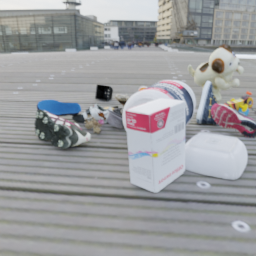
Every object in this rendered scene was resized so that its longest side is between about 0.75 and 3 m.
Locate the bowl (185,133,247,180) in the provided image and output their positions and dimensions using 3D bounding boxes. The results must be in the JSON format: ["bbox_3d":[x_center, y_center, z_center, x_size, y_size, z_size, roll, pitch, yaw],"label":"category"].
[{"bbox_3d":[2.616,0.730,8.674,1.955,0.730,1.952,9,21,30],"label":"bowl"}]

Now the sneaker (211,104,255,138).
[{"bbox_3d":[4.117,-0.306,10.878,1.979,0.798,0.739,31,31,1],"label":"sneaker"}]

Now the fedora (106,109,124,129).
[{"bbox_3d":[-0.499,-0.307,11.581,1.095,0.494,0.968,26,7,-13],"label":"fedora"}]

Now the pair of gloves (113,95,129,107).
[{"bbox_3d":[0.410,-1.133,13.182,2.045,0.359,1.739,14,-10,26],"label":"pair of gloves"}]

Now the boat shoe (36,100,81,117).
[{"bbox_3d":[-2.931,-0.690,11.819,1.934,0.814,0.664,9,-25,-36],"label":"boat shoe"}]

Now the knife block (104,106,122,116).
[{"bbox_3d":[-0.961,-0.741,13.215,1.296,0.415,1.138,3,19,11],"label":"knife block"}]

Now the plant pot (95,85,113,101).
[{"bbox_3d":[-1.320,-2.006,16.203,0.852,0.854,0.757,11,6,23],"label":"plant pot"}]

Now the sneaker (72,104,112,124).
[{"bbox_3d":[-1.577,-0.666,12.411,1.892,0.837,0.701,-1,21,5],"label":"sneaker"}]

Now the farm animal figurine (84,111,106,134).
[{"bbox_3d":[-1.323,-0.133,11.290,1.019,0.537,1.031,-5,42,22],"label":"farm animal figurine"}]

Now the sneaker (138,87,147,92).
[{"bbox_3d":[1.571,-2.061,16.774,1.979,0.722,0.763,-8,46,-20],"label":"sneaker"}]

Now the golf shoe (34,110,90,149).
[{"bbox_3d":[-2.581,0.078,10.436,1.193,1.045,2.708,1,19,-46],"label":"golf shoe"}]

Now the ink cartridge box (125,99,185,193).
[{"bbox_3d":[0.781,0.401,7.489,0.903,2.108,1.556,14,25,40],"label":"ink cartridge box"}]

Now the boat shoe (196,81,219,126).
[{"bbox_3d":[3.732,-1.068,12.479,1.003,0.781,2.209,12,64,16],"label":"boat shoe"}]

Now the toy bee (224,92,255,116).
[{"bbox_3d":[5.402,-1.159,13.344,2.080,1.131,1.362,-13,23,-30],"label":"toy bee"}]

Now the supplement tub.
[{"bbox_3d":[1.283,-0.636,10.461,2.071,2.071,2.952,9,22,24],"label":"supplement tub"}]

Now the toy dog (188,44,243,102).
[{"bbox_3d":[4.747,-3.135,14.773,2.717,2.802,1.955,37,73,6],"label":"toy dog"}]
